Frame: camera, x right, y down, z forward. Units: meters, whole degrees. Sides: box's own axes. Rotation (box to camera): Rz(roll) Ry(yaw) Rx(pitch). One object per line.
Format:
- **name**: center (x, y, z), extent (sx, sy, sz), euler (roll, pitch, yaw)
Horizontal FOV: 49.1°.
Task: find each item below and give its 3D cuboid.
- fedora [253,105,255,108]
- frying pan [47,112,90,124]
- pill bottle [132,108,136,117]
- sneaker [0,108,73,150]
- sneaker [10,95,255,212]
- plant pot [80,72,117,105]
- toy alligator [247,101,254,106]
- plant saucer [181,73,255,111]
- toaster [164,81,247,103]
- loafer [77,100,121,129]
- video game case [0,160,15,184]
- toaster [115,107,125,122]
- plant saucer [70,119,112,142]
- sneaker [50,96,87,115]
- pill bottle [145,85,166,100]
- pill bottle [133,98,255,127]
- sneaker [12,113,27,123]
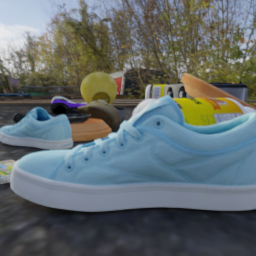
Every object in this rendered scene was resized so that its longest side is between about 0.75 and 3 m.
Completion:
- **fedora**: center (6.188, -0.883, 13.947), extent (1.454, 0.593, 1.454), euler (-1, 7, 0)
- **frying pan**: center (-1.835, -0.263, 7.489), extent (1.702, 0.277, 1.029), euler (-1, 8, 12)
- **pill bottle**: center (0.780, -0.277, 8.687), extent (1.207, 0.684, 0.684), euler (4, 8, 29)
- **sneaker**: center (-2.053, -0.038, 6.177), extent (2.064, 0.846, 0.763), euler (4, 7, 26)
- **sneaker**: center (0.123, 0.212, 3.057), extent (2.754, 1.128, 1.018), euler (0, 6, -2)
- **plant pot**: center (-1.057, -1.240, 10.450), extent (1.397, 1.397, 0.992), euler (-1, 33, -10)
- **toy alligator**: center (3.581, -0.502, 8.666), extent (0.234, 0.976, 0.323), euler (43, -21, -24)
- **plant saucer**: center (2.618, -0.495, 6.985), extent (2.952, 0.476, 2.952), euler (26, 13, -6)
- **toaster**: center (2.843, -0.919, 10.333), extent (2.628, 1.559, 2.376), euler (-2, 7, -15)
- **loafer**: center (-0.892, -0.529, 9.134), extent (0.799, 0.901, 2.370), euler (-33, 25, -25)
- **video game case**: center (-1.859, 0.628, 3.893), extent (0.819, 0.103, 0.900), euler (-7, 9, -42)
- **toaster**: center (-0.740, -0.532, 11.146), extent (0.898, 0.589, 0.993), euler (5, 9, 35)
- **plant saucer**: center (-1.555, 0.003, 7.620), extent (2.227, 0.417, 2.227), euler (-1, 7, 0)
- **sneaker**: center (-2.139, -0.601, 11.382), extent (2.134, 0.742, 1.061), euler (11, 28, -8)
- **pill bottle**: center (2.350, -1.396, 14.119), extent (2.844, 1.554, 1.554), euler (2, 7, 10)
- **pill bottle**: center (1.108, 0.075, 4.343), extent (1.972, 1.077, 1.077), euler (-3, 8, -25)
- **sneaker**: center (-4.088, -0.410, 11.076), extent (0.544, 0.363, 0.949), euler (-4, 0, 24)
